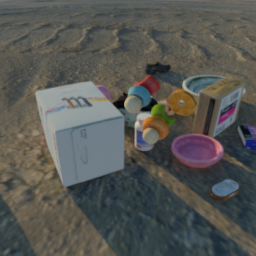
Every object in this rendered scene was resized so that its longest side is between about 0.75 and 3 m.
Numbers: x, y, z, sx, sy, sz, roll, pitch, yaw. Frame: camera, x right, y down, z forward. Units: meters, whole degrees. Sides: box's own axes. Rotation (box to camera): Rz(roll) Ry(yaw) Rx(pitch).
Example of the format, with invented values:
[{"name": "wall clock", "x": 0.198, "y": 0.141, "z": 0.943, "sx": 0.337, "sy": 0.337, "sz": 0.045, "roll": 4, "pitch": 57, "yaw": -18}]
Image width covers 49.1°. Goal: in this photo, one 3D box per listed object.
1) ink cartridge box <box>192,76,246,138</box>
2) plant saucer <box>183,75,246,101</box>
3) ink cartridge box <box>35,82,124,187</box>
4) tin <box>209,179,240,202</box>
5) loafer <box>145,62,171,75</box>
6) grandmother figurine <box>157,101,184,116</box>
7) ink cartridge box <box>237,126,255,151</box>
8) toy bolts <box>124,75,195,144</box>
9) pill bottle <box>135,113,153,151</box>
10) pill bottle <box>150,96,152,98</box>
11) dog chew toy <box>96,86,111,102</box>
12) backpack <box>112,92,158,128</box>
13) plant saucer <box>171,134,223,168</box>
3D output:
[{"name": "ink cartridge box", "x": 3.596, "y": -0.814, "z": 11.075, "sx": 0.849, "sy": 1.862, "sz": 2.261, "roll": 27, "pitch": 41, "yaw": 36}, {"name": "plant saucer", "x": 4.103, "y": -1.710, "z": 13.591, "sx": 2.925, "sy": 0.734, "sz": 2.925, "roll": 0, "pitch": 32, "yaw": 0}, {"name": "ink cartridge box", "x": -1.635, "y": 0.070, "z": 9.385, "sx": 2.113, "sy": 2.123, "sz": 2.921, "roll": -14, "pitch": 35, "yaw": -21}, {"name": "tin", "x": 2.894, "y": 1.852, "z": 8.378, "sx": 1.015, "sy": 0.212, "sz": 0.568, "roll": -18, "pitch": 40, "yaw": -27}, {"name": "loafer", "x": 1.834, "y": -3.659, "z": 16.840, "sx": 1.719, "sy": 0.621, "sz": 0.626, "roll": -15, "pitch": 34, "yaw": -24}, {"name": "grandmother figurine", "x": 1.763, "y": -0.939, "z": 12.447, "sx": 2.280, "sy": 0.691, "sz": 1.383, "roll": -5, "pitch": 38, "yaw": -4}, {"name": "ink cartridge box", "x": 4.707, "y": 0.374, "z": 10.722, "sx": 0.668, "sy": 0.262, "sz": 1.411, "roll": 3, "pitch": 34, "yaw": 5}, {"name": "toy bolts", "x": 0.862, "y": -0.585, "z": 8.744, "sx": 1.917, "sy": 2.006, "sz": 1.392, "roll": -28, "pitch": 20, "yaw": 47}, {"name": "pill bottle", "x": 0.592, "y": 0.138, "z": 10.114, "sx": 0.703, "sy": 1.255, "sz": 0.703, "roll": 0, "pitch": 32, "yaw": 0}, {"name": "pill bottle", "x": 0.623, "y": -1.268, "z": 13.066, "sx": 0.973, "sy": 0.540, "sz": 0.540, "roll": -2, "pitch": 32, "yaw": -4}, {"name": "dog chew toy", "x": -1.228, "y": -1.265, "z": 12.767, "sx": 0.957, "sy": 0.957, "sz": 1.537, "roll": -8, "pitch": 41, "yaw": -13}, {"name": "backpack", "x": 0.350, "y": -0.669, "z": 11.499, "sx": 1.847, "sy": 1.169, "sz": 1.542, "roll": 12, "pitch": 38, "yaw": 18}, {"name": "plant saucer", "x": 2.375, "y": 0.826, "z": 9.730, "sx": 1.752, "sy": 0.444, "sz": 1.752, "roll": -1, "pitch": 29, "yaw": 1}]
